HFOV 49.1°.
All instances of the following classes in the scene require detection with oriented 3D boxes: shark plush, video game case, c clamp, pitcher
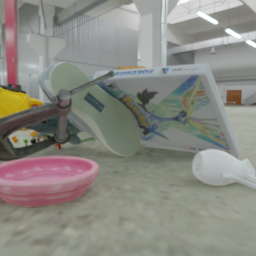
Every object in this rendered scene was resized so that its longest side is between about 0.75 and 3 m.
[{"bbox_3d":[-1.590,-0.331,6.575,1.157,1.262,2.778,-3,-10,36],"label":"shark plush"},{"bbox_3d":[0.875,-0.253,6.041,2.473,0.298,2.713,5,-32,37],"label":"video game case"},{"bbox_3d":[-1.500,0.019,5.198,2.216,0.351,2.594,-23,-12,-26],"label":"c clamp"},{"bbox_3d":[1.480,0.658,4.186,0.886,0.537,0.760,10,14,-11],"label":"pitcher"}]

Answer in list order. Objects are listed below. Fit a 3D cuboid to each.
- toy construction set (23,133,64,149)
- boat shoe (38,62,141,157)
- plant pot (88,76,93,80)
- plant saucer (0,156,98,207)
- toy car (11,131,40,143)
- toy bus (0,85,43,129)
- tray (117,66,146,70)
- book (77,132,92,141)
[{"bbox_3d":[-2.177,0.094,7.484,1.011,0.777,0.843,11,25,28],"label":"toy construction set"},{"bbox_3d":[-0.772,-0.355,6.055,2.708,0.945,0.964,44,-20,-32],"label":"boat shoe"},{"bbox_3d":[-2.035,-1.242,12.531,2.823,1.901,2.823,-13,1,0],"label":"plant pot"},{"bbox_3d":[-1.164,0.722,3.930,1.499,0.380,1.499,-1,7,0],"label":"plant saucer"},{"bbox_3d":[-3.052,0.373,8.546,0.875,0.429,0.291,-21,59,-25],"label":"toy car"},{"bbox_3d":[-4.596,-0.754,12.598,2.551,1.803,2.657,13,3,1],"label":"toy bus"},{"bbox_3d":[0.674,-1.944,11.848,1.349,0.506,2.735,-7,35,-25],"label":"tray"},{"bbox_3d":[-1.928,-0.060,9.526,2.373,0.570,1.585,9,18,43],"label":"book"}]
